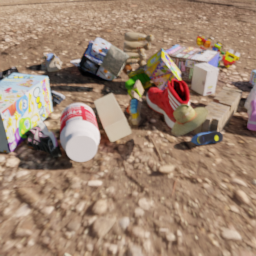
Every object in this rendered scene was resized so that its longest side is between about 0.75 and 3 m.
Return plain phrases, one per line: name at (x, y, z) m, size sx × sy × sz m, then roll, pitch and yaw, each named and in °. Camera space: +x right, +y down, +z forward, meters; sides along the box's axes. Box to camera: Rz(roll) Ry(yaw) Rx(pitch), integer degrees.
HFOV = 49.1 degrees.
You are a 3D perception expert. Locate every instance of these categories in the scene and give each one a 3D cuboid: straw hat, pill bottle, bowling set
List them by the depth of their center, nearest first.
straw hat at (1.658, -0.390, 8.241) m, size 1.291 × 0.546 × 1.291 m, roll -37°, pitch 20°, yaw 16°
pill bottle at (-1.521, 0.126, 8.717) m, size 1.173 × 1.173 × 2.089 m, roll -7°, pitch 28°, yaw -11°
bowling set at (0.407, -3.353, 13.374) m, size 1.317 × 1.708 × 2.454 m, roll 3°, pitch -1°, yaw -2°

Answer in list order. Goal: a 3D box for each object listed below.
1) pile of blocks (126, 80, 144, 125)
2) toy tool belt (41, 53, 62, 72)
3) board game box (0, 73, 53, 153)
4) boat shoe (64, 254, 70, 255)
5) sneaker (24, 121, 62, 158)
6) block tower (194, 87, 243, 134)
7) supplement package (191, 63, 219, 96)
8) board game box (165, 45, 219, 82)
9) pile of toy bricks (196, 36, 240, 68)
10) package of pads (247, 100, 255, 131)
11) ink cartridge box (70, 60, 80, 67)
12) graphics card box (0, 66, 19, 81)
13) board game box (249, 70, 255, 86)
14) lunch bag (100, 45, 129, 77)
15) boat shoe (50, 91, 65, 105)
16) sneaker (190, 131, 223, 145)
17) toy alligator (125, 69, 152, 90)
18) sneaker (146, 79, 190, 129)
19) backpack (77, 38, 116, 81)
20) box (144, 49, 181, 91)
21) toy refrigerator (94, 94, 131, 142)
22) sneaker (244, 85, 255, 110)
pile of blocks at (0.149, -0.942, 10.477) m, size 0.534 × 0.706 × 1.719 m, roll -7°, pitch 66°, yaw 29°
toy tool belt at (-4.191, -3.707, 15.168) m, size 0.958 × 0.942 × 1.534 m, roll -21°, pitch 38°, yaw -29°
board game box at (-4.036, -0.642, 9.769) m, size 1.522 × 1.495 × 2.903 m, roll 8°, pitch 33°, yaw 12°
boat shoe at (-0.737, 2.891, 5.202) m, size 1.379 × 0.504 × 0.432 m, roll 23°, pitch 70°, yaw 19°
sneaker at (-2.732, 0.499, 8.860) m, size 0.814 × 0.757 × 1.886 m, roll -28°, pitch 32°, yaw -22°
block tower at (3.417, -0.618, 10.427) m, size 0.757 × 0.810 × 2.802 m, roll 22°, pitch 40°, yaw 29°
supplement package at (3.410, -2.178, 12.523) m, size 0.649 × 1.170 × 0.912 m, roll -15°, pitch 35°, yaw -23°
board game box at (3.114, -3.266, 14.254) m, size 2.396 × 1.160 × 1.910 m, roll 19°, pitch 37°, yaw 27°
pile of toy bricks at (4.607, -3.839, 15.387) m, size 2.575 × 1.429 × 1.271 m, roll 36°, pitch 73°, yaw 21°
package of pads at (5.370, -0.310, 9.886) m, size 2.155 × 0.815 × 1.298 m, roll 11°, pitch 34°, yaw 17°
ink cartridge box at (-2.018, -3.425, 15.156) m, size 1.966 × 0.495 × 1.071 m, roll -20°, pitch 36°, yaw -26°
graphics card box at (-5.827, -2.034, 12.526) m, size 1.945 × 0.495 × 1.220 m, roll -25°, pitch 36°, yaw -8°
board game box at (6.331, -2.199, 13.074) m, size 0.632 × 0.621 × 1.206 m, roll -6°, pitch 33°, yaw -10°
lunch bag at (-0.556, -2.942, 12.119) m, size 0.916 × 1.117 × 0.657 m, roll 33°, pitch 41°, yaw -4°
boat shoe at (-3.079, -1.255, 11.737) m, size 0.936 × 0.331 × 0.425 m, roll 19°, pitch 67°, yaw 39°
sneaker at (2.602, 0.333, 9.272) m, size 1.206 × 0.398 × 0.473 m, roll -5°, pitch -1°, yaw -29°
toy alligator at (0.666, -2.241, 13.132) m, size 2.815 × 0.835 × 0.764 m, roll -28°, pitch -2°, yaw -45°
sneaker at (1.590, -1.285, 10.614) m, size 1.122 × 1.654 × 2.864 m, roll -12°, pitch 36°, yaw -21°
backpack at (-1.221, -3.288, 13.642) m, size 1.923 × 1.556 × 2.019 m, roll 29°, pitch 44°, yaw -19°
box at (1.586, -2.514, 12.569) m, size 0.943 × 1.489 × 1.546 m, roll -33°, pitch 23°, yaw 24°
toy refrigerator at (-0.582, -0.389, 9.963) m, size 0.787 × 0.725 × 2.073 m, roll -25°, pitch 34°, yaw -2°
sneaker at (6.056, -1.573, 11.454) m, size 2.918 × 1.291 × 1.098 m, roll -20°, pitch 36°, yaw -29°
